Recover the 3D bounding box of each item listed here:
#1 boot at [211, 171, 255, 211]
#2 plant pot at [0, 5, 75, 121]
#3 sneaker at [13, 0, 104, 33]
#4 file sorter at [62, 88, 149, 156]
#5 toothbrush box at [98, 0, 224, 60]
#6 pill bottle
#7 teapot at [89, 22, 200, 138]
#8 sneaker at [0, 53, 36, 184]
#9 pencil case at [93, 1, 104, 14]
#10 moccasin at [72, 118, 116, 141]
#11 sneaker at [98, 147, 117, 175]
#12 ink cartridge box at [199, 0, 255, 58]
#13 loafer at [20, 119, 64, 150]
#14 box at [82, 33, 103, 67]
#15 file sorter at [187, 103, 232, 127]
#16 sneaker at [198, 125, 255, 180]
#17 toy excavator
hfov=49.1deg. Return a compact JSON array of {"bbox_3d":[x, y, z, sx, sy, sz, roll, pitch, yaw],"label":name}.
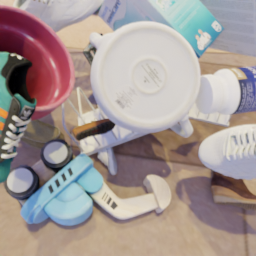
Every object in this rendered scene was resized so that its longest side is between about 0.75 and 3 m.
[{"bbox_3d":[2.840,1.419,7.129,1.424,0.515,1.184,6,55,8],"label":"boot"},{"bbox_3d":[-2.499,-0.984,5.692,2.153,1.927,2.153,23,55,-37],"label":"plant pot"},{"bbox_3d":[-1.720,-3.162,6.839,2.269,1.311,0.836,-24,68,20],"label":"sneaker"},{"bbox_3d":[-0.592,-0.467,7.536,2.123,1.322,1.473,-21,48,8],"label":"file sorter"},{"bbox_3d":[0.678,-2.561,6.744,2.519,1.844,1.074,43,71,-7],"label":"toothbrush box"},{"bbox_3d":[2.177,-0.732,5.556,1.578,0.913,0.913,-8,53,-15],"label":"pill bottle"},{"bbox_3d":[0.299,-0.902,5.633,2.175,1.609,2.203,1,92,-7],"label":"teapot"},{"bbox_3d":[-1.789,-0.122,4.110,0.789,0.705,1.975,1,92,6],"label":"sneaker"},{"bbox_3d":[-1.132,-5.721,12.370,1.671,0.711,0.772,-44,33,-26],"label":"pencil case"},{"bbox_3d":[-0.719,-0.012,5.997,0.960,0.351,0.371,-23,44,-14],"label":"moccasin"},{"bbox_3d":[-0.600,0.815,7.708,0.422,0.436,1.193,-21,49,5],"label":"sneaker"},{"bbox_3d":[2.376,-3.114,7.099,2.178,2.679,0.764,27,67,39],"label":"ink cartridge box"},{"bbox_3d":[-2.827,0.049,8.054,2.022,0.682,0.769,13,54,10],"label":"loafer"},{"bbox_3d":[-0.767,-1.976,7.875,0.239,1.037,0.825,5,53,33],"label":"box"},{"bbox_3d":[2.544,-0.762,8.588,1.314,0.818,0.912,13,54,10],"label":"file sorter"},{"bbox_3d":[2.240,0.303,4.584,1.120,2.781,1.063,17,74,-38],"label":"sneaker"},{"bbox_3d":[-0.880,1.579,6.646,2.941,1.469,2.859,43,65,13],"label":"toy excavator"}]
